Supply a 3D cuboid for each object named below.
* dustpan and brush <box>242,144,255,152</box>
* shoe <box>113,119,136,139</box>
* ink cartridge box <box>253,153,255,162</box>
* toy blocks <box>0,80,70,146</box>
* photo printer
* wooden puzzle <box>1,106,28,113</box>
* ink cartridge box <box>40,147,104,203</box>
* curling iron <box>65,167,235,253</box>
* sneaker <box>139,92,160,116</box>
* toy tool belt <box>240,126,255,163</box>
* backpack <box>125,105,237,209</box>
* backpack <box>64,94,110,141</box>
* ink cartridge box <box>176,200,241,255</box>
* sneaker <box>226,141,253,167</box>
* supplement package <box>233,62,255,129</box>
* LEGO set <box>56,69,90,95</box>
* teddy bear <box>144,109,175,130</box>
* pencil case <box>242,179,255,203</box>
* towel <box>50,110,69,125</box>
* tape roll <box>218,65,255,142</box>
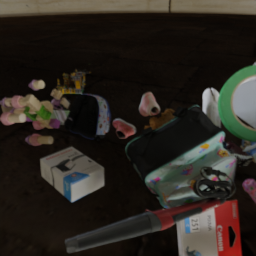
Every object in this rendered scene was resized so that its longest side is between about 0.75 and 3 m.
[{"bbox_3d":[3.686,0.366,7.692,1.134,0.324,0.791,-18,-14,19],"label":"dustpan and brush"},{"bbox_3d":[-0.279,0.029,9.683,0.515,0.405,1.133,-29,35,-33],"label":"shoe"},{"bbox_3d":[3.918,1.017,7.226,0.921,0.534,1.276,-36,23,25],"label":"ink cartridge box"},{"bbox_3d":[-3.139,-0.523,8.926,1.512,1.679,1.796,-1,58,29],"label":"toy blocks"},{"bbox_3d":[2.816,-0.508,9.475,0.539,1.551,1.291,-1,27,11],"label":"photo printer"},{"bbox_3d":[-4.684,-0.847,11.572,1.052,0.182,1.559,-15,31,-17],"label":"wooden puzzle"},{"bbox_3d":[-1.482,1.166,7.375,1.047,0.604,1.443,-22,35,-40],"label":"ink cartridge box"},{"bbox_3d":[0.423,1.320,4.457,2.892,0.717,0.370,-18,0,-14],"label":"curling iron"},{"bbox_3d":[0.764,-0.619,9.999,0.510,1.355,0.708,-22,65,-13],"label":"sneaker"},{"bbox_3d":[3.640,0.485,8.251,0.609,0.975,0.599,-7,18,-3],"label":"toy tool belt"},{"bbox_3d":[1.254,0.879,6.121,1.960,2.230,1.710,-33,59,-3],"label":"backpack"},{"bbox_3d":[-1.250,-0.427,9.490,1.492,1.421,1.149,16,16,27],"label":"backpack"},{"bbox_3d":[1.510,2.047,5.032,1.204,1.366,0.305,-5,0,-6],"label":"ink cartridge box"},{"bbox_3d":[2.839,0.706,7.928,1.389,0.525,0.802,10,38,-38],"label":"sneaker"},{"bbox_3d":[4.739,-0.780,9.275,1.330,1.869,2.399,28,16,-28],"label":"supplement package"},{"bbox_3d":[-2.684,-2.363,13.383,1.407,1.060,1.830,5,29,9],"label":"LEGO set"},{"bbox_3d":[1.442,-0.050,9.694,1.629,0.750,2.247,14,23,7],"label":"teddy bear"},{"bbox_3d":[2.934,1.475,6.446,0.345,0.789,0.345,-29,38,26],"label":"pencil case"},{"bbox_3d":[-2.585,-0.424,10.165,1.230,0.189,0.918,0,36,-32],"label":"towel"},{"bbox_3d":[3.090,-0.563,6.657,1.807,1.807,0.434,5,-2,8],"label":"tape roll"}]
